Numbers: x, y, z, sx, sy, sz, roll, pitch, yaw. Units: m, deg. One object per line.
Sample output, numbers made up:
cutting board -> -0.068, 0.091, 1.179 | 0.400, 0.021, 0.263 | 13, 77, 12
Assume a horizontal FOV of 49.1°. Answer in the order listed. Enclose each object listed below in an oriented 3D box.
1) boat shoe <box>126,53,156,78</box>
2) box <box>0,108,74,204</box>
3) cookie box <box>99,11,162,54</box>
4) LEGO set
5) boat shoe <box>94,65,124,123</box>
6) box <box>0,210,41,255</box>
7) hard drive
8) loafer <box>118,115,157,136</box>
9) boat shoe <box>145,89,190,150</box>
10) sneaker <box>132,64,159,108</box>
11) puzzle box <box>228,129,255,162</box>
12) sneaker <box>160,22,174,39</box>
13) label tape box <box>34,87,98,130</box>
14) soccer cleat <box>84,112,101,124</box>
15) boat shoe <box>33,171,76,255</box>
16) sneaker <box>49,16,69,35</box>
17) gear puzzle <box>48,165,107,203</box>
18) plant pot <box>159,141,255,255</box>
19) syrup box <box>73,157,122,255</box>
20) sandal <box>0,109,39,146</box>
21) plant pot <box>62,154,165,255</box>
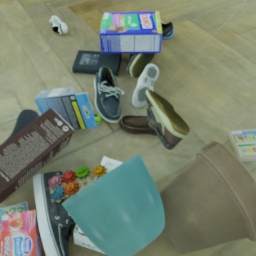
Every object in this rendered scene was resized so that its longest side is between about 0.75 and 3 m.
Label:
boat shoe -> 0.472, -2.953, 11.698 | 0.830, 0.903, 2.526 | 13, 50, 25
box -> -2.923, 0.810, 7.901 | 1.036, 1.385, 2.765 | 43, 61, 1
cookie box -> 0.124, -3.912, 11.403 | 2.385, 0.896, 2.040 | 0, 45, 1
LEGO set -> -3.769, 2.892, 6.964 | 2.534, 0.622, 1.893 | -12, 51, -14
boat shoe -> -0.695, -1.299, 10.242 | 0.948, 0.783, 2.533 | 7, 47, -20
box -> -2.517, 2.940, 6.608 | 0.793, 0.860, 1.676 | -7, 49, -11
hard drive -> -1.279, -2.740, 11.815 | 1.902, 0.313, 1.327 | 5, 51, 4
loafer -> 0.606, -0.192, 9.475 | 1.882, 0.668, 0.687 | 6, 51, 5
boat shoe -> 0.960, -0.356, 8.759 | 1.014, 0.898, 2.770 | 25, 21, -23
sneaker -> 0.598, -1.504, 10.619 | 0.684, 0.873, 1.757 | 28, 76, -12
puzzle box -> 4.295, 0.528, 9.166 | 1.716, 0.218, 1.141 | -5, 50, -4
sneaker -> 1.045, -4.708, 13.063 | 2.188, 0.906, 0.776 | 5, 49, 4
label tape box -> -1.929, -0.609, 9.112 | 1.821, 1.305, 0.602 | -5, 34, 15
soccer cleat -> -1.513, -0.398, 9.864 | 1.137, 0.384, 0.461 | 12, 47, 0
boat shoe -> -1.784, 2.299, 7.297 | 0.948, 1.001, 2.863 | -17, 45, -12
sneaker -> -3.497, -4.951, 13.517 | 0.612, 0.528, 1.396 | -36, 58, -26
gear puzzle -> -1.312, 1.352, 7.320 | 1.602, 0.210, 0.830 | -19, 45, -5
plant pot -> 1.830, 1.890, 6.860 | 2.184, 2.504, 2.504 | -28, 54, -1
syrup box -> -0.616, 1.986, 7.473 | 0.893, 0.924, 2.269 | 17, 51, 4
sandal -> -3.496, 0.541, 8.887 | 0.919, 0.517, 2.416 | 28, 62, -9
plant pot -> -0.151, 1.749, 6.009 | 1.974, 1.974, 1.584 | -31, 83, -23
